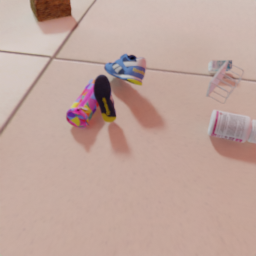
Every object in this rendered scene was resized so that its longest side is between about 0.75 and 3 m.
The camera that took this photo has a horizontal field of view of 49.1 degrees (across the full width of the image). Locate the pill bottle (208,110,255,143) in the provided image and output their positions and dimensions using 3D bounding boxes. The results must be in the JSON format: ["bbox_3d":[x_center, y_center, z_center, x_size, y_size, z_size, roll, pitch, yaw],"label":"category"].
[{"bbox_3d":[3.314,-0.015,8.738,1.474,0.836,0.836,12,48,12],"label":"pill bottle"}]

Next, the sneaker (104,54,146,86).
[{"bbox_3d":[-0.077,-2.211,10.258,0.860,0.957,2.326,12,11,-37],"label":"sneaker"}]

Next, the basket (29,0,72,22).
[{"bbox_3d":[-4.119,-6.630,14.669,1.968,1.405,1.466,-19,50,-17],"label":"basket"}]

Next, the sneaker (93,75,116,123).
[{"bbox_3d":[-0.758,-0.966,8.996,0.574,1.553,0.639,-9,23,1],"label":"sneaker"}]

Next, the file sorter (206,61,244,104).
[{"bbox_3d":[3.199,-1.481,9.238,0.691,0.770,1.110,33,68,21],"label":"file sorter"}]

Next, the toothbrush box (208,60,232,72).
[{"bbox_3d":[3.659,-2.467,11.164,0.803,0.588,0.342,-1,91,5],"label":"toothbrush box"}]

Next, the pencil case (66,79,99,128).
[{"bbox_3d":[-1.380,-0.854,9.564,0.865,0.865,1.956,13,47,12],"label":"pencil case"}]
